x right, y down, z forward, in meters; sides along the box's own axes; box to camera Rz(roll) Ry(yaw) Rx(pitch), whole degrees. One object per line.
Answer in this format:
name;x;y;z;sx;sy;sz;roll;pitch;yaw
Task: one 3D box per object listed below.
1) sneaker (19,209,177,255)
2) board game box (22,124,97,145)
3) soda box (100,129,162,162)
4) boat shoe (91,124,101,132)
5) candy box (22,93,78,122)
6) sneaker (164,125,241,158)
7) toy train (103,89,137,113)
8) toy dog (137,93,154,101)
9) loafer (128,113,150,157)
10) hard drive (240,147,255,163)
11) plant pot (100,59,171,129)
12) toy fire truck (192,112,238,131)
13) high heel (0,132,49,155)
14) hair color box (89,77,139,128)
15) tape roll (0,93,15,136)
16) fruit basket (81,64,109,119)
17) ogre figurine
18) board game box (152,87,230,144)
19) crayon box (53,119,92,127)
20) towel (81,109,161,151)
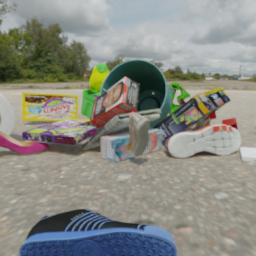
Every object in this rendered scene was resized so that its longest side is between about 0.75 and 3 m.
sneaker;-0.371;1.411;3.708;1.961;0.688;0.764;0;18;4
board game box;-2.218;0.176;9.110;2.107;0.340;1.264;4;20;27
soda box;0.146;0.485;8.697;2.070;0.658;0.708;-11;15;-42
boat shoe;-1.192;-0.015;11.256;0.603;0.534;1.648;11;2;-26
candy box;-3.897;-1.014;14.105;2.734;1.397;0.361;0;3;-23
sneaker;2.282;0.360;8.787;2.486;0.958;1.018;-2;5;-14
toy train;-0.651;-0.627;10.672;1.933;0.818;1.119;41;56;16
toy dog;1.451;-1.459;15.450;1.370;1.876;2.844;-2;43;-18
loafer;0.249;0.171;7.365;0.555;1.545;0.486;-36;62;-25
hard drive;3.772;0.806;8.371;0.753;0.152;1.141;3;12;18
plant pot;0.556;-1.164;12.098;2.860;2.860;2.295;5;-9;23
toy fire truck;3.070;-0.186;11.576;2.550;0.622;1.798;-13;34;17
high heel;-3.409;0.358;8.646;1.876;0.900;0.632;-2;9;-19
hair color box;-0.470;-0.756;8.931;0.572;0.949;1.869;25;-32;-30
tape roll;-5.008;-0.427;9.626;1.941;1.941;1.333;-7;20;-31
fruit basket;-1.218;-1.816;14.555;2.076;2.878;2.878;27;15;6
ogre figurine;2.469;-1.058;13.305;2.215;1.328;1.087;37;8;-49
board game box;2.343;-0.490;10.158;2.098;0.720;2.538;-41;-12;36
crayon box;-2.466;-0.026;11.911;1.300;0.439;1.506;4;14;24
towel;-0.158;0.094;9.178;2.221;0.384;2.139;-13;-19;-47
